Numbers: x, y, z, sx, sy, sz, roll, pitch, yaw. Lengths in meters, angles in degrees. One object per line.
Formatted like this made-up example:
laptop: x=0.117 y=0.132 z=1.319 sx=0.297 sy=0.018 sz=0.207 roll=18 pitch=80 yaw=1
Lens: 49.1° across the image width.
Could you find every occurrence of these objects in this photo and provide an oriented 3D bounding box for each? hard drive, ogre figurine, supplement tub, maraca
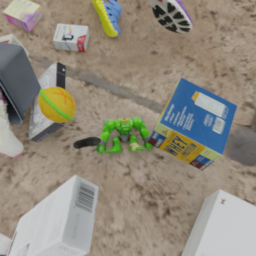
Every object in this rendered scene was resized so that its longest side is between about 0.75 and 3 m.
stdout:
hard drive: x=-2.493 y=-0.793 z=8.616 sx=0.405 sy=1.497 sz=2.142 roll=19 pitch=56 yaw=-41
ogre figurine: x=-0.129 y=0.214 z=8.541 sx=1.757 sy=0.862 sz=1.054 roll=-7 pitch=84 yaw=13
supplement tub: x=-4.075 y=3.621 z=6.478 sx=1.861 sy=1.861 sz=2.566 roll=20 pitch=69 yaw=8
maraca: x=-1.651 y=-0.550 z=6.637 sx=0.764 sy=1.428 sz=0.979 roll=-43 pitch=97 yaw=2

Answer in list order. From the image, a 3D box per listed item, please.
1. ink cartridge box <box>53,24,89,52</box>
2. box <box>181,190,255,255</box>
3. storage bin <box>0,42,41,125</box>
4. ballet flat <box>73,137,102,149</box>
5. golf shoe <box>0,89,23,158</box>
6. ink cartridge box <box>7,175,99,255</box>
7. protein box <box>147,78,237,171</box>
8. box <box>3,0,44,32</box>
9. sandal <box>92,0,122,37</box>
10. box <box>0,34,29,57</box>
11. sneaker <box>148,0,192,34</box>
ink cartridge box: x=-2.060 y=-3.270 z=10.177 sx=1.136 sy=0.471 sz=0.828 roll=6 pitch=67 yaw=3
box: x=2.596 y=2.838 z=6.963 sx=1.830 sy=1.576 sz=1.839 roll=26 pitch=69 yaw=10
storage bin: x=-3.452 y=-1.331 z=7.884 sx=1.490 sy=2.047 sz=1.375 roll=15 pitch=52 yaw=19
ballet flat: x=-1.178 y=0.414 z=8.088 sx=0.882 sy=0.251 sz=0.293 roll=-11 pitch=91 yaw=9
golf shoe: x=-3.669 y=-0.308 z=7.601 sx=1.291 sy=2.822 sz=1.063 roll=-38 pitch=38 yaw=-5
ink cartridge box: x=-1.726 y=2.263 z=6.055 sx=0.661 sy=2.625 sz=1.430 roll=34 pitch=37 yaw=-25
protein box: x=1.615 y=-0.095 z=7.145 sx=1.620 sy=1.093 sz=1.609 roll=27 pitch=60 yaw=2
box: x=-3.949 y=-4.313 z=10.602 sx=1.060 sy=0.512 sz=0.932 roll=26 pitch=69 yaw=11
sandal: x=-0.652 y=-4.361 z=10.470 sx=0.960 sy=0.876 sz=2.205 roll=-15 pitch=69 yaw=-11
box: x=-3.900 y=-2.132 z=8.964 sx=0.763 sy=0.895 sz=1.400 roll=-7 pitch=57 yaw=19
sneaker: x=1.297 y=-4.346 z=9.051 sx=2.841 sy=1.145 sz=1.185 roll=47 pitch=70 yaw=-27
